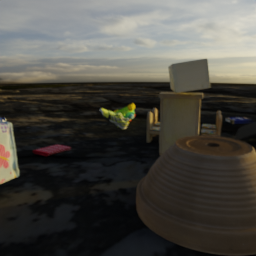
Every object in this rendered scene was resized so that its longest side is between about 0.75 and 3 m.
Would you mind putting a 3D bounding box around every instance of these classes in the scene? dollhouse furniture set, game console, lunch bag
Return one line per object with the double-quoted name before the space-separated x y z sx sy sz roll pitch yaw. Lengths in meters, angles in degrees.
"dollhouse furniture set" 1.954 -0.357 9.910 2.591 1.964 2.957 3 13 15
"game console" 5.599 0.373 10.615 2.436 1.612 2.770 36 25 15
"lunch bag" -4.243 0.692 5.960 2.744 1.744 2.327 -3 9 23

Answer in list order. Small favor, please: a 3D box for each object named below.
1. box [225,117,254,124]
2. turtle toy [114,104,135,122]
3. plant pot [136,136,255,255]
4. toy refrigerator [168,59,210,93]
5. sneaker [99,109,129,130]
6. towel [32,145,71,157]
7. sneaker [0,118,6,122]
"box" 5.657 -0.366 14.071 1.276 0.207 0.773 -1 13 -9
"turtle toy" -0.107 -0.673 14.043 1.120 0.777 1.537 -21 6 11
"plant pot" 1.628 0.969 5.477 2.949 1.361 2.949 1 13 0
"toy refrigerator" 1.781 -1.546 8.548 0.948 0.873 2.497 -8 10 7
"sneaker" -0.592 -0.493 12.160 1.446 0.553 0.545 30 22 -24
"towel" -2.531 0.740 9.312 0.762 0.118 1.054 7 12 36
"sneaker" -5.255 0.004 11.251 0.607 0.711 1.612 -2 14 -15
